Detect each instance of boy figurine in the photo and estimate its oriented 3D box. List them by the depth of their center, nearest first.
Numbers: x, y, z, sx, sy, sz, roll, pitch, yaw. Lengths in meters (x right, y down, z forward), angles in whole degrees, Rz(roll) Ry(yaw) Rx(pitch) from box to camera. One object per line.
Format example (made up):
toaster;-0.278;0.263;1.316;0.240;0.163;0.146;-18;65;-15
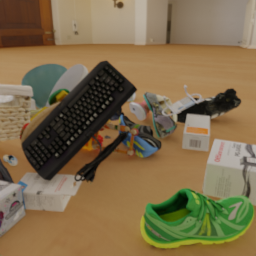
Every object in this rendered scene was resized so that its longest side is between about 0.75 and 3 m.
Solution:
boy figurine;-0.965;-0.472;10.813;1.573;0.978;0.507;-9;32;18

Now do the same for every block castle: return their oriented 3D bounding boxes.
block castle;-0.397;0.341;8.573;1.323;0.884;0.621;9;-1;9

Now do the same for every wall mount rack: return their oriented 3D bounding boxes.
wall mount rack;1.775;-0.806;8.988;1.426;0.532;1.239;-28;38;-4

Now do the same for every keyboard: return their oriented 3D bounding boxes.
keyboard;-0.955;0.042;6.337;1.873;2.948;0.304;44;2;11

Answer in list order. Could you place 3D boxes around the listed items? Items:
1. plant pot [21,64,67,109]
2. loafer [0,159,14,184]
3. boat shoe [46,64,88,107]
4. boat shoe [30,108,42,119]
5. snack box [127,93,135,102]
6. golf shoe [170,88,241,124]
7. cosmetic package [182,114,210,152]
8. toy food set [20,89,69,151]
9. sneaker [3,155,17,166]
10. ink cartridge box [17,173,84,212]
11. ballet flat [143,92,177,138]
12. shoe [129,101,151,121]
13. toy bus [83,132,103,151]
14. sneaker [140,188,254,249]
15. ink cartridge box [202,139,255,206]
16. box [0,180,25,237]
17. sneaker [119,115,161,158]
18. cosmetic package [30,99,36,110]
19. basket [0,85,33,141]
plant pot;-3.416;-1.531;12.359;2.180;2.180;1.468;-12;63;-27
loafer;-3.101;0.849;6.261;0.559;1.774;0.638;-26;27;-19
boat shoe;-2.003;-0.604;8.785;0.990;2.886;0.817;30;1;39
boat shoe;-3.430;-0.328;10.691;2.115;0.772;0.666;0;55;-32
snack box;-0.247;-1.663;14.475;1.149;0.389;0.969;3;21;9
golf shoe;3.122;-0.707;11.551;2.834;1.102;1.339;-13;-11;1
cosmetic package;2.352;0.125;9.602;0.840;0.590;1.656;6;26;13
toy food set;-1.835;0.009;7.671;2.285;2.308;0.561;-41;64;1
sneaker;-3.462;0.894;8.212;0.271;0.273;0.753;-18;22;-40
ink cartridge box;-1.806;1.477;6.485;1.446;0.482;0.837;3;22;6
ballet flat;1.285;-0.648;10.696;1.019;1.019;2.834;-3;34;-7
shoe;0.659;-0.811;11.962;0.792;0.622;1.741;-13;19;-13
toy bus;-1.237;0.178;9.023;1.045;1.089;0.739;16;22;20
sneaker;1.364;1.644;5.307;2.284;0.955;0.846;-9;27;-9
ink cartridge box;3.044;1.098;6.861;2.160;0.901;1.569;9;23;21
box;-2.872;1.697;5.480;0.940;0.816;1.423;8;23;20
sneaker;0.319;0.241;9.253;0.912;0.780;2.201;-12;32;-26
cosmetic package;-4.800;-0.787;11.693;1.337;0.822;1.333;17;28;37
basket;-4.458;-0.468;8.571;2.634;1.625;1.785;3;6;28
